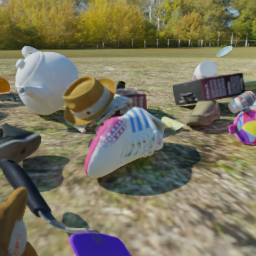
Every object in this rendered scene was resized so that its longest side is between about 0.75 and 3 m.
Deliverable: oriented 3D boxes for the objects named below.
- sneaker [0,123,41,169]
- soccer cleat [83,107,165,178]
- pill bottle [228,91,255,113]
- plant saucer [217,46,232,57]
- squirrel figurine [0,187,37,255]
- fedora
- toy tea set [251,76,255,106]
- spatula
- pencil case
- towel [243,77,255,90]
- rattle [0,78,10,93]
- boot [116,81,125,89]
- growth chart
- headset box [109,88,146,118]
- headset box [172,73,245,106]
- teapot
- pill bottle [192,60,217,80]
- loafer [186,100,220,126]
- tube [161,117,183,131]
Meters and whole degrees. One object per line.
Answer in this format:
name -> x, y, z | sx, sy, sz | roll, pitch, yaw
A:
sneaker -> -2.306, 0.310, 5.203 | 0.765, 0.538, 1.440 | 21, 11, 7
soccer cleat -> 0.094, 0.229, 5.437 | 1.111, 0.899, 2.574 | 22, 27, 11
pill bottle -> 3.634, -0.809, 8.926 | 0.770, 0.446, 0.446 | -30, 22, -5
plant saucer -> 4.650, -3.618, 13.429 | 0.794, 0.153, 0.794 | -33, 25, 17
squirrel figurine -> -1.576, 1.160, 2.578 | 1.077, 0.816, 1.153 | -5, 13, 6
fedora -> -1.160, -0.865, 7.481 | 1.698, 0.692, 1.698 | -20, 46, 22
toy tea set -> 4.835, -1.238, 10.079 | 0.792, 1.273, 2.141 | -21, -12, 34
spatula -> -0.763, 0.947, 2.992 | 2.828, 0.291, 0.799 | 24, -5, 40
pencil case -> 3.274, -0.228, 6.976 | 0.927, 0.927, 2.099 | 12, 20, 35
towel -> 5.094, -2.211, 14.069 | 2.922, 0.533, 2.168 | -12, 21, -35
rattle -> -5.667, -1.311, 11.247 | 1.949, 2.139, 2.994 | -39, 47, -13
boot -> -0.195, -1.663, 11.783 | 0.387, 0.692, 1.000 | 46, 31, 19
growth chart -> -0.792, -0.448, 7.708 | 1.685, 0.149, 1.219 | -35, 34, -14
headset box -> -0.355, -0.836, 9.197 | 1.888, 0.729, 1.405 | -7, 18, -18
headset box -> 2.754, -1.350, 9.941 | 2.130, 0.822, 1.585 | -14, 6, -26
teapot -> -2.764, -1.613, 8.821 | 2.204, 2.176, 1.610 | 3, -26, 49
pill bottle -> 3.435, -2.359, 12.592 | 0.933, 0.933, 1.610 | 2, -11, 5
loafer -> 2.125, -0.443, 7.977 | 0.682, 0.605, 1.793 | -2, 10, 33
tube -> 1.208, -0.120, 7.740 | 0.208, 0.232, 0.800 | 17, 10, -28
